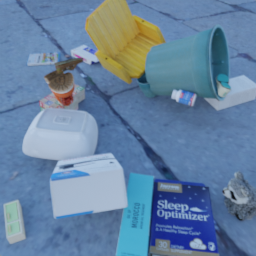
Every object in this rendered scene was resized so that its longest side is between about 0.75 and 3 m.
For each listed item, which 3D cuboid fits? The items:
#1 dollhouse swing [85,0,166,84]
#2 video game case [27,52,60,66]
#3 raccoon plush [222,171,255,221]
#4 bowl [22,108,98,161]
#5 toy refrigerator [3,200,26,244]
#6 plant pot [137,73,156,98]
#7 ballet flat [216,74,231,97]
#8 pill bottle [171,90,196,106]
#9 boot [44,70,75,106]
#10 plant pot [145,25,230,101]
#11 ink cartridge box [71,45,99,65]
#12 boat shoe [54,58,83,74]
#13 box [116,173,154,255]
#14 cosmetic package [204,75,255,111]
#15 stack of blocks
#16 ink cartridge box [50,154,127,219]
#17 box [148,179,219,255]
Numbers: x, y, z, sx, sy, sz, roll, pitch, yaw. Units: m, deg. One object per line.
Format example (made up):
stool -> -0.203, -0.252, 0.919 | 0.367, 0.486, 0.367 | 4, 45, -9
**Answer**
dollhouse swing -> -0.067, -3.941, 12.065 | 2.428, 2.349, 2.672 | 37, 77, 26
video game case -> -4.637, -3.803, 15.420 | 1.666, 0.148, 1.192 | -5, 41, -6
raccoon plush -> 3.679, 1.788, 8.131 | 2.076, 1.391, 1.004 | -15, 44, -16
bowl -> -2.318, 0.093, 9.942 | 2.463, 0.921, 2.466 | 6, 31, -3
toy refrigerator -> -3.230, 2.630, 7.934 | 0.427, 0.394, 1.125 | -15, 44, -16
plant pot -> 0.965, -1.894, 12.596 | 0.969, 0.911, 0.969 | -11, 41, 10
ballet flat -> 3.439, -1.527, 10.262 | 0.513, 0.513, 1.476 | 9, 31, 10
pill bottle -> 2.092, -1.153, 10.573 | 0.855, 0.480, 0.480 | 17, 44, 13
boot -> -2.329, -1.336, 10.305 | 0.915, 1.307, 2.438 | -28, 26, -12
plant pot -> 2.374, -2.434, 11.343 | 2.775, 2.833, 2.833 | 0, 36, 34
ink cartridge box -> -2.120, -3.984, 15.454 | 2.106, 0.391, 0.997 | 29, 48, 32
boat shoe -> -2.092, -2.232, 9.995 | 0.435, 0.411, 1.209 | 7, 25, 45
box -> 0.175, 2.694, 7.257 | 0.717, 1.200, 2.917 | 7, 42, 4
cosmetic package -> 4.562, -1.573, 12.435 | 2.113, 0.782, 1.074 | -17, 44, -15
stack of blocks -> -2.652, -1.148, 11.907 | 1.111, 0.565, 1.930 | 24, 42, 20
ink cartridge box -> -1.118, 1.480, 7.807 | 1.776, 1.034, 2.456 | -7, 4, -9
box -> 1.506, 2.420, 7.955 | 1.716, 0.459, 2.833 | 4, 35, 5
